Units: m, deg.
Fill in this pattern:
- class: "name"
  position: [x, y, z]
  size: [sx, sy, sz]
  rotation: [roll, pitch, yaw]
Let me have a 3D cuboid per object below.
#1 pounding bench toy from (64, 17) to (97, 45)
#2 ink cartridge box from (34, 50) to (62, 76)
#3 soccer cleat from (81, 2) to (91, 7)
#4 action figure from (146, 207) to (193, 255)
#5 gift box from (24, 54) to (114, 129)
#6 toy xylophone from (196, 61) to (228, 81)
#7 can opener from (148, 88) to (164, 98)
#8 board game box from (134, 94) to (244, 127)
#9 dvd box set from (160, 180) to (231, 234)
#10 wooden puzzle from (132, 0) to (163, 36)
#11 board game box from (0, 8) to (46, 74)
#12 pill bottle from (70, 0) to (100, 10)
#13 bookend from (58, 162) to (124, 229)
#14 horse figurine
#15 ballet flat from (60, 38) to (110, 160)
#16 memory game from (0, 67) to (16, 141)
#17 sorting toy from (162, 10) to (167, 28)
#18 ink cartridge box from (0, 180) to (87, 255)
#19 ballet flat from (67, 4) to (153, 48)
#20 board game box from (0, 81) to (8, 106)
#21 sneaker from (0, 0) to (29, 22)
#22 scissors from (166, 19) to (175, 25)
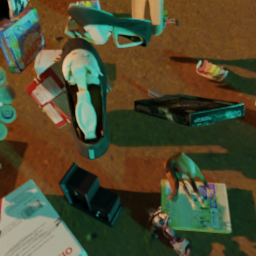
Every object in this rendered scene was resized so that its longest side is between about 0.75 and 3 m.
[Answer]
- class: "pounding bench toy"
  position: [-1.223, -3.374, 9.689]
  size: [1.096, 1.405, 0.873]
  rotation: [17, 87, 45]
- class: "ink cartridge box"
  position: [-3.007, -2.634, 11.438]
  size: [1.394, 0.590, 1.007]
  rotation: [0, 56, -2]
- class: "soccer cleat"
  position: [-1.710, -4.382, 10.900]
  size: [0.525, 1.255, 0.406]
  rotation: [-15, 68, -42]
- class: "action figure"
  position: [1.049, 2.778, 7.597]
  size: [0.546, 1.025, 1.575]
  rotation: [-36, 72, -29]
- class: "gift box"
  position: [-1.667, -1.200, 7.861]
  size: [1.818, 1.678, 1.698]
  rotation: [-17, 24, 42]
- class: "toy xylophone"
  position: [3.415, -2.371, 11.430]
  size: [1.247, 0.313, 0.913]
  rotation: [18, 57, 12]
- class: "can opener"
  position: [1.237, -1.065, 10.539]
  size: [1.245, 0.328, 0.414]
  rotation: [37, 64, 23]
- class: "board game box"
  position: [1.499, -0.536, 7.499]
  size: [1.707, 0.355, 2.524]
  rotation: [-11, 16, -26]
- class: "dvd box set"
  position: [1.937, 2.302, 8.286]
  size: [1.984, 0.292, 1.451]
  rotation: [3, 56, 2]
- class: "wooden puzzle"
  position: [0.693, -4.511, 9.753]
  size: [0.477, 2.370, 2.562]
  rotation: [-8, 22, -14]
- class: "board game box"
  position: [-2.569, -2.168, 6.880]
  size: [0.265, 1.042, 1.540]
  rotation: [4, 41, 10]
- class: "pill bottle"
  position: [-2.045, -5.614, 13.344]
  size: [1.359, 0.773, 0.773]
  rotation: [-8, 56, -6]
- class: "bookend"
  position: [-0.961, 1.906, 7.794]
  size: [1.570, 1.560, 0.723]
  rotation: [24, 58, 14]
- class: "horse figurine"
  position: [1.334, 1.102, 6.497]
  size: [0.597, 2.392, 1.585]
  rotation: [-37, 68, 17]
- class: "ballet flat"
  position: [-0.862, -0.784, 5.832]
  size: [0.969, 0.975, 2.851]
  rotation: [-12, 78, -5]
- class: "memory game"
  position: [-3.633, -0.546, 6.261]
  size: [0.151, 2.376, 2.376]
  rotation: [3, 49, 42]
- class: "sorting toy"
  position: [1.172, -3.699, 9.805]
  size: [0.395, 0.819, 0.139]
  rotation: [-4, 46, -16]
- class: "ink cartridge box"
  position: [-2.553, 2.979, 7.348]
  size: [1.844, 1.070, 2.555]
  rotation: [-36, 63, -22]
- class: "ballet flat"
  position: [-0.472, -2.964, 8.437]
  size: [2.725, 0.927, 0.932]
  rotation: [3, 91, -21]
- class: "board game box"
  position: [-4.388, -1.171, 7.733]
  size: [1.922, 1.213, 0.333]
  rotation: [28, 31, -6]
- class: "sneaker"
  position: [-3.280, -4.065, 8.558]
  size: [2.790, 1.114, 1.815]
  rotation: [-20, 67, -16]
- class: "scissors"
  position: [1.710, -5.176, 13.464]
  size: [1.176, 0.082, 0.430]
  rotation: [13, 59, 7]
